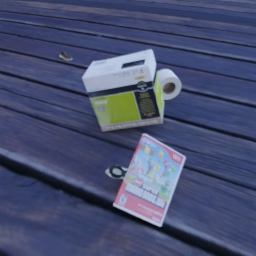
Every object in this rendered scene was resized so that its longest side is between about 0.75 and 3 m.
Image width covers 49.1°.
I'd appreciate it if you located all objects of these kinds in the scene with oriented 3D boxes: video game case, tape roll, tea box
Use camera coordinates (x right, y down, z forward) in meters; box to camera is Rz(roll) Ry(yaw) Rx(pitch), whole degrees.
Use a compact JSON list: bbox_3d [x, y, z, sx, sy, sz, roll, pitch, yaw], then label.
[{"bbox_3d":[0.552,1.231,6.626,1.292,0.158,1.807,30,72,-18],"label":"video game case"},{"bbox_3d":[1.535,-1.755,11.349,1.043,1.043,0.716,-9,39,-12],"label":"tape roll"},{"bbox_3d":[-0.052,-1.200,9.348,2.138,2.104,1.429,-7,32,15],"label":"tea box"}]

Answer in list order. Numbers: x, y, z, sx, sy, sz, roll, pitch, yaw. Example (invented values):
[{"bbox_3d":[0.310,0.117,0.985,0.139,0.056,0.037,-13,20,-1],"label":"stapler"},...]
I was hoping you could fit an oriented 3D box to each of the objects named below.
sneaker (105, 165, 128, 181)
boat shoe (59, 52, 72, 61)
[{"bbox_3d":[-0.154,1.290,7.645,1.081,0.479,0.416,28,66,-24],"label":"sneaker"},{"bbox_3d":[-3.274,-3.767,14.640,0.909,0.294,0.333,24,43,29],"label":"boat shoe"}]
